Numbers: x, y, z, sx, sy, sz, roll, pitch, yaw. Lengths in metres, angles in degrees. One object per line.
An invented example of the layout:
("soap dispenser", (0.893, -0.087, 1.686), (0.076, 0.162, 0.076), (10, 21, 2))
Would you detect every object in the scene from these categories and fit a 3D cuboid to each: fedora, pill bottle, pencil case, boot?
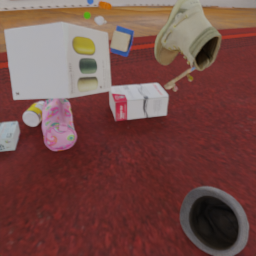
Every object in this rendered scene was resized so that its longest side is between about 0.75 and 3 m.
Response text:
("fedora", (1.959, 2.011, 6.090), (0.694, 1.360, 1.538), (14, 1, -42))
("pill bottle", (-3.549, -0.585, 10.874), (0.647, 0.647, 1.155), (4, 30, 7))
("pencil case", (-2.464, -0.252, 9.869), (1.108, 1.108, 2.533), (-7, 32, -12))
("boot", (1.902, -2.661, 9.437), (1.006, 2.791, 2.158), (-7, 59, -24))

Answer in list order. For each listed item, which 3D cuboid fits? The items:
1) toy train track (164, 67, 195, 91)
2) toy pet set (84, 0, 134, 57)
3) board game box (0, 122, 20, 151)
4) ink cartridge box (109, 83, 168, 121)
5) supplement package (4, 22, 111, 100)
("toy train track", (2.102, -1.783, 9.564), (2.216, 0.361, 1.271), (-34, 1, -29))
("toy pet set", (-0.748, -3.565, 10.531), (1.839, 1.970, 1.046), (17, 18, 2))
("board game box", (-4.591, 0.318, 9.476), (1.563, 0.502, 1.153), (-4, 30, -9))
("ink cartridge box", (0.394, -1.105, 11.512), (2.156, 0.899, 1.566), (-6, 31, -10))
("supplement package", (-2.069, -2.057, 9.017), (2.048, 2.063, 2.719), (1, 12, 22))
